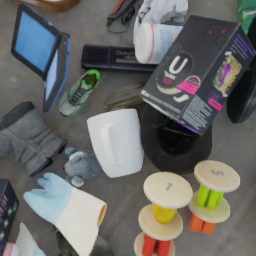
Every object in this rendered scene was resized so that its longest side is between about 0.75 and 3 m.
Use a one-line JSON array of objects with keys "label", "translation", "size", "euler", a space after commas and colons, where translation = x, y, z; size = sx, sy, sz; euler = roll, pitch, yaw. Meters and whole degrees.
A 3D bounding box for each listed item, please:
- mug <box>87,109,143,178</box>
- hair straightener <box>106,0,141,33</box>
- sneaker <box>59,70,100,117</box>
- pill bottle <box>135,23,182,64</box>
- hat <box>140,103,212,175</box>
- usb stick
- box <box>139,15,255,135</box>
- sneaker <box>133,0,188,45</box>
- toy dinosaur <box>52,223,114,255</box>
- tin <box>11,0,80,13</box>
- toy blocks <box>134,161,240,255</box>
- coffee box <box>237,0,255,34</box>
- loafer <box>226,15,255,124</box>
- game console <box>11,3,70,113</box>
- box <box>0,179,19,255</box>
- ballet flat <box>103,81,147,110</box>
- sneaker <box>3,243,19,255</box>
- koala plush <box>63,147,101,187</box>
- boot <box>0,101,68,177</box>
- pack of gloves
[{"label": "mug", "translation": [-0.272, 0.381, 6.391], "size": [1.199, 1.623, 1.423], "euler": [-14, 86, 11]}, {"label": "hair straightener", "translation": [0.072, -3.162, 7.250], "size": [0.688, 0.366, 1.788], "euler": [36, 87, 3]}, {"label": "sneaker", "translation": [-1.179, -0.868, 6.690], "size": [0.537, 0.587, 1.377], "euler": [35, 81, -10]}, {"label": "pill bottle", "translation": [1.017, -1.901, 6.469], "size": [1.582, 0.860, 0.860], "euler": [-2, 86, -19]}, {"label": "hat", "translation": [1.065, 0.108, 6.797], "size": [2.001, 0.807, 2.001], "euler": [1, 86, -15]}, {"label": "usb stick", "translation": [0.081, -1.741, 7.153], "size": [2.574, 0.420, 0.714], "euler": [4, 81, 0]}, {"label": "box", "translation": [1.374, -1.066, 5.627], "size": [1.217, 1.056, 1.991], "euler": [35, 93, 44]}, {"label": "sneaker", "translation": [0.858, -2.826, 7.058], "size": [1.073, 0.701, 1.866], "euler": [22, 83, 4]}, {"label": "toy dinosaur", "translation": [-1.027, 2.893, 6.627], "size": [2.306, 0.888, 1.179], "euler": [25, 99, 5]}, {"label": "tin", "translation": [-2.419, -3.911, 7.258], "size": [2.557, 0.535, 1.432], "euler": [16, 91, 1]}, {"label": "toy blocks", "translation": [1.240, 2.207, 6.404], "size": [2.242, 0.977, 2.689], "euler": [-9, 124, -24]}, {"label": "coffee box", "translation": [3.530, -2.376, 7.113], "size": [1.397, 0.500, 2.273], "euler": [3, 87, 3]}, {"label": "loafer", "translation": [2.993, -1.199, 6.293], "size": [0.937, 0.943, 2.591], "euler": [0, 128, -14]}, {"label": "game console", "translation": [-2.071, -1.445, 6.263], "size": [1.096, 1.852, 1.581], "euler": [9, 64, -24]}, {"label": "box", "translation": [-3.364, 2.234, 6.031], "size": [1.277, 1.108, 2.090], "euler": [3, 46, -1]}, {"label": "ballet flat", "translation": [0.603, -0.887, 6.902], "size": [2.475, 0.834, 0.574], "euler": [-20, 123, 5]}, {"label": "sneaker", "translation": [-4.016, 3.274, 6.229], "size": [2.883, 1.085, 1.507], "euler": [-31, 119, 2]}, {"label": "koala plush", "translation": [-1.150, 0.905, 6.637], "size": [0.937, 1.020, 0.905], "euler": [0, 88, 3]}, {"label": "boot", "translation": [-2.789, 0.626, 6.801], "size": [2.386, 0.833, 1.571], "euler": [-38, 94, 5]}, {"label": "pack of gloves", "translation": [-1.862, 2.269, 5.811], "size": [0.584, 2.958, 2.485], "euler": [27, 79, -37]}]
